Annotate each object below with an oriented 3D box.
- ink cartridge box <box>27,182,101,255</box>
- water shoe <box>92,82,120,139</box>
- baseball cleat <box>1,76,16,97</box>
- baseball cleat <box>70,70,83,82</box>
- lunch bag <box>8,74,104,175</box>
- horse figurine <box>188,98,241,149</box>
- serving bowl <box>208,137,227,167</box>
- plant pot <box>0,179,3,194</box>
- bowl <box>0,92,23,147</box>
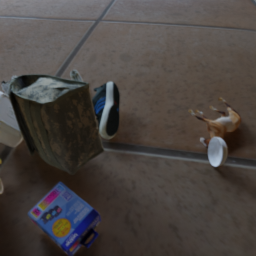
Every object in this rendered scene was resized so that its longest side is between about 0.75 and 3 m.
[{"bbox_3d":[-1.480,2.343,7.038,1.689,0.645,1.152,33,61,20],"label":"ink cartridge box"},{"bbox_3d":[-0.925,-0.584,10.451,1.045,0.947,2.648,-13,45,19],"label":"water shoe"},{"bbox_3d":[-3.788,-1.101,10.514,2.818,1.500,0.983,17,57,26],"label":"baseball cleat"},{"bbox_3d":[-2.055,-1.775,11.966,0.525,0.801,1.506,-19,66,11],"label":"baseball cleat"},{"bbox_3d":[-2.420,-0.264,8.527,2.897,2.376,1.703,17,38,38],"label":"lunch bag"},{"bbox_3d":[3.320,-0.249,10.159,2.442,0.610,1.619,-20,56,-29],"label":"horse figurine"},{"bbox_3d":[2.872,0.757,8.846,0.307,0.933,0.933,2,41,-10],"label":"serving bowl"},{"bbox_3d":[-4.942,1.176,7.280,1.866,2.780,2.780,-37,51,-13],"label":"plant pot"},{"bbox_3d":[-4.096,-0.373,9.451,0.636,1.705,1.702,-24,47,23],"label":"bowl"}]
